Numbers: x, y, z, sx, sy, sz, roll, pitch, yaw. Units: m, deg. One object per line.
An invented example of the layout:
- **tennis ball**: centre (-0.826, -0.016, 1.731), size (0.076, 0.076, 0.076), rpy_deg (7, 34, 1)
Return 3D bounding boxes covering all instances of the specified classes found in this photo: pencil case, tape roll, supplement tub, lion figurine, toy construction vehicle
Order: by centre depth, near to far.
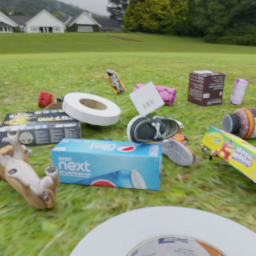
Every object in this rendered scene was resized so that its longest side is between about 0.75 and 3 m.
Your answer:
- **tape roll**: centre (0.624, 2.177, 3.382), size (2.864, 0.946, 2.864), rpy_deg (0, 20, 0)
- **lion figurine**: centre (-2.275, 1.104, 6.227), size (0.996, 1.683, 2.748), rpy_deg (-27, 46, -26)
- **toy construction vehicle**: centre (2.704, 0.785, 8.285), size (1.082, 0.381, 0.942), rpy_deg (5, 13, 4)
- **supplement tub**: centre (4.398, -0.179, 9.872), size (2.000, 1.070, 1.070), rpy_deg (-2, 19, -8)
- **tape roll**: centre (-1.403, -0.752, 10.800), size (2.222, 0.406, 2.222), rpy_deg (15, 23, -6)
- **pencil case**: centre (1.393, -1.693, 14.513), size (2.191, 1.026, 0.994), rpy_deg (13, 55, 27)

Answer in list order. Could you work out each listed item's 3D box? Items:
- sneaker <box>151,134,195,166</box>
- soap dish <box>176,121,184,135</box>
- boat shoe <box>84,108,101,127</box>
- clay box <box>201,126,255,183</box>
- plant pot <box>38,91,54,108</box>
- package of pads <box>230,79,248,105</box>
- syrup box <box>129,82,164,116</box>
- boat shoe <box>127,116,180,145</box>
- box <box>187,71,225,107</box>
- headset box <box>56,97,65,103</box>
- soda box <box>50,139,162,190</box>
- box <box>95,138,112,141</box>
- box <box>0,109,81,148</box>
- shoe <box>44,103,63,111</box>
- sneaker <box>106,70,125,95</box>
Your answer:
- **sneaker**: centre (1.568, 0.540, 8.459), size (0.990, 0.685, 1.767), rpy_deg (-11, 24, -30)
- **soap dish**: centre (1.335, 0.015, 10.265), size (1.122, 0.456, 0.883), rpy_deg (-8, 20, -22)
- **boat shoe**: centre (-1.552, -0.387, 11.208), size (0.644, 0.571, 1.723), rpy_deg (2, 28, -40)
- **clay box**: centre (3.050, 0.851, 6.629), size (1.402, 0.581, 2.439), rpy_deg (19, 14, -35)
- **plant pot**: centre (-4.027, -1.366, 13.778), size (0.718, 0.788, 0.788), rpy_deg (9, 18, -11)
- **package of pads**: centre (5.712, -1.872, 14.489), size (0.473, 1.251, 0.754), rpy_deg (13, 21, 3)
- **syrup box**: centre (0.751, -1.209, 11.700), size (1.003, 1.037, 2.547), rpy_deg (-30, 4, 6)
- **boat shoe**: centre (0.697, 0.021, 7.202), size (0.590, 0.739, 1.955), rpy_deg (2, 11, 34)
- **box**: centre (4.005, -2.065, 14.479), size (1.328, 1.601, 1.315), rpy_deg (-10, 22, -24)
- **headset box**: centre (-3.145, -1.324, 14.179), size (0.798, 0.370, 0.695), rpy_deg (19, 25, 36)
- **soda box**: centre (-0.510, 0.892, 7.093), size (2.669, 0.905, 0.856), rpy_deg (3, 20, 8)
- **box**: centre (-0.759, 0.651, 8.795), size (0.797, 0.201, 1.115), rpy_deg (-9, 23, -23)
- **box**: centre (-3.131, -0.053, 10.185), size (2.668, 0.655, 2.151), rpy_deg (-4, 23, -12)
- **shoe**: centre (-2.827, -0.722, 12.289), size (0.835, 0.637, 2.388), rpy_deg (49, 37, 7)
- **sneaker**: centre (-0.817, -2.702, 16.524), size (0.627, 1.623, 0.635), rpy_deg (-35, 3, -19)
